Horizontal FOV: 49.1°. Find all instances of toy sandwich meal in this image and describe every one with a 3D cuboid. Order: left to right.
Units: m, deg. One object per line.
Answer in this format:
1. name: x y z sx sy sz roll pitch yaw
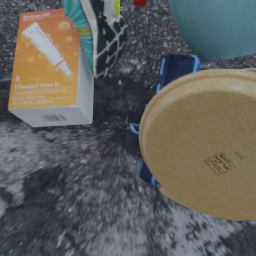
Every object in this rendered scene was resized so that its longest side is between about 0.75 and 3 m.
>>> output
1. toy sandwich meal: 1.445 0.320 4.231 2.790 2.790 0.955 22 39 13

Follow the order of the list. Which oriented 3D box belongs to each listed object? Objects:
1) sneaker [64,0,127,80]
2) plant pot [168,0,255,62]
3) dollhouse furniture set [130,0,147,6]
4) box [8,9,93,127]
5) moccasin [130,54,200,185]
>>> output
1. sneaker: -0.690 -2.143 5.516 1.035 2.598 1.007 28 57 27
2. plant pot: 2.025 -2.186 5.874 2.133 2.133 1.437 -13 102 -8
3. dollhouse furniture set: 0.078 -4.789 8.098 1.380 2.565 1.043 -10 48 -14
4. box: -1.610 -1.322 6.312 1.462 1.145 2.350 -3 72 7
5. moccasin: 0.685 -0.209 5.602 0.897 1.059 2.632 16 76 19
